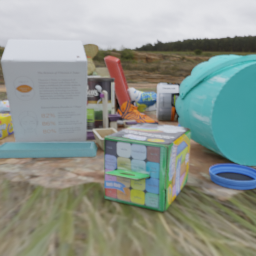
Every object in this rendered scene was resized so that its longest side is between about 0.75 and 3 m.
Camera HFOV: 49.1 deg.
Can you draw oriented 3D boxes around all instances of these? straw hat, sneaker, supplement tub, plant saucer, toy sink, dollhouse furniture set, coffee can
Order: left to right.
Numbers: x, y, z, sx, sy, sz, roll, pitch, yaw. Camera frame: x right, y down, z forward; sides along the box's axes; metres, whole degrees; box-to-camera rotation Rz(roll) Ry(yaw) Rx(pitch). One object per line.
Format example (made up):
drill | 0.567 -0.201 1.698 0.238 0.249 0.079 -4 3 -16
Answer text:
plant saucer | -2.258 0.590 7.814 2.751 0.261 0.962 0 12 -3
straw hat | -2.182 -2.925 13.478 2.500 1.058 2.500 -30 -3 -2
coffee can | -1.240 -0.935 10.855 1.455 1.988 1.455 0 12 0
toy sink | -1.439 -1.795 13.462 1.569 2.407 1.348 0 0 7
dollhouse furniture set | -0.347 -0.422 8.932 1.961 1.757 2.475 -3 12 -16
plant saucer | -0.375 -2.214 14.187 0.543 2.960 2.954 -16 15 6
sneaker | 0.342 -0.569 11.103 1.901 1.065 0.738 7 -4 27
sneaker | 0.801 -1.608 14.329 1.334 0.962 2.540 -25 -14 7
supplement tub | 2.698 -1.172 12.714 2.793 1.711 1.711 0 12 6

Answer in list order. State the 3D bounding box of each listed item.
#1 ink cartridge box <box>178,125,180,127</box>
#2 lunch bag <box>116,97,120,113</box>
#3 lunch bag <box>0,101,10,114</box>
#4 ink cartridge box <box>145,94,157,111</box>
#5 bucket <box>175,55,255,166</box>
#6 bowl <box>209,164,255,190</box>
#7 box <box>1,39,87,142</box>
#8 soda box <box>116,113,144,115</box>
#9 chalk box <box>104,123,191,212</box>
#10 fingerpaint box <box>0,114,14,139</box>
ink cartridge box | 2.425 0.019 7.917 1.339 0.773 1.835 23 4 -14
lunch bag | -0.854 -1.261 14.860 1.787 1.051 1.466 -3 11 9
lunch bag | -5.076 -0.778 12.691 1.334 1.000 1.573 -3 2 -23
ink cartridge box | 1.521 -1.538 16.712 1.967 0.827 1.436 -8 14 -33
bucket | 2.889 -0.515 7.272 2.917 2.917 1.898 -2 15 -10
bowl | 2.215 1.010 5.837 1.022 0.201 1.022 0 12 0
box | -2.372 -1.028 8.427 2.152 2.826 1.503 -3 37 -14
soda box | 0.095 -0.403 11.944 1.250 0.396 0.427 3 -12 18
chalk box | 0.309 0.681 5.068 1.182 1.176 1.899 7 15 27
fingerpaint box | -5.054 -0.003 9.404 1.720 0.756 2.061 1 12 5
